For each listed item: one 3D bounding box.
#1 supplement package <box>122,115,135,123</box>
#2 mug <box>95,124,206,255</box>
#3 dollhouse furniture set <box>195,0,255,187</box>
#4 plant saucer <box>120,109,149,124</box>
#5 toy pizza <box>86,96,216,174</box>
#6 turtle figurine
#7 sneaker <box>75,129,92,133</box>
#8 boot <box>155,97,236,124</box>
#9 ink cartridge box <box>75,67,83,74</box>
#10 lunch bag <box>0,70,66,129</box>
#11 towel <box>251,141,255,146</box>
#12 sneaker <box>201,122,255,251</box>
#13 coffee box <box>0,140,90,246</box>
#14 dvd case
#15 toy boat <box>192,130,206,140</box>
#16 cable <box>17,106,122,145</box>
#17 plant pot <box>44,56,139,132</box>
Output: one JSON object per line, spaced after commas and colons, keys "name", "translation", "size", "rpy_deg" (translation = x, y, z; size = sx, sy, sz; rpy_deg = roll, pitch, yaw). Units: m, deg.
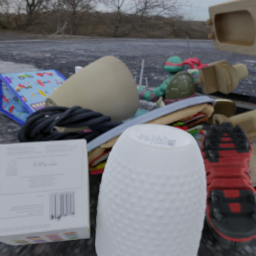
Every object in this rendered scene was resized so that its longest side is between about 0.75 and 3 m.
{"name": "supplement package", "translation": [-0.089, -0.502, 8.092], "size": [0.460, 0.455, 0.759], "rpy_deg": [15, 25, 15]}
{"name": "mug", "translation": [0.427, 0.825, 3.980], "size": [1.445, 1.716, 1.957], "rpy_deg": [13, 20, 23]}
{"name": "dollhouse furniture set", "translation": [1.625, -0.770, 5.617], "size": [2.419, 2.969, 2.823], "rpy_deg": [-16, 20, 1]}
{"name": "plant saucer", "translation": [-0.002, -0.210, 8.376], "size": [2.087, 0.286, 2.087], "rpy_deg": [1, 23, 0]}
{"name": "toy pizza", "translation": [0.345, 0.285, 5.399], "size": [2.981, 0.472, 2.981], "rpy_deg": [-23, -11, -5]}
{"name": "turtle figurine", "translation": [1.084, -0.823, 6.976], "size": [1.940, 2.592, 1.305], "rpy_deg": [-9, 22, -9]}
{"name": "sneaker", "translation": [-1.233, -0.172, 7.478], "size": [0.506, 0.611, 1.281], "rpy_deg": [8, 2, 10]}
{"name": "boot", "translation": [2.189, -0.750, 9.270], "size": [2.230, 0.804, 1.724], "rpy_deg": [-10, 27, -12]}
{"name": "ink cartridge box", "translation": [-2.626, -3.076, 15.676], "size": [0.251, 0.543, 0.997], "rpy_deg": [-15, 26, -34]}
{"name": "lunch bag", "translation": [-2.590, -0.816, 9.197], "size": [2.172, 1.357, 2.885], "rpy_deg": [-17, 36, -42]}
{"name": "towel", "translation": [2.852, 0.614, 6.328], "size": [1.007, 0.520, 1.216], "rpy_deg": [5, 24, 17]}
{"name": "sneaker", "translation": [1.581, 0.875, 4.464], "size": [0.795, 1.099, 2.250], "rpy_deg": [-1, 42, 14]}
{"name": "coffee box", "translation": [-1.139, 0.950, 3.957], "size": [1.160, 1.149, 1.162], "rpy_deg": [-2, 63, -8]}
{"name": "dvd case", "translation": [3.764, -0.934, 9.616], "size": [2.994, 0.263, 2.136], "rpy_deg": [19, 7, 39]}
{"name": "toy boat", "translation": [1.654, 0.205, 7.099], "size": [0.756, 0.636, 0.351], "rpy_deg": [-12, 15, -9]}
{"name": "cable", "translation": [-1.158, 0.143, 6.005], "size": [2.143, 0.667, 2.627], "rpy_deg": [4, -14, -9]}
{"name": "plant pot", "translation": [-0.895, -0.600, 6.163], "size": [1.677, 1.570, 1.570], "rpy_deg": [-28, 34, -34]}
